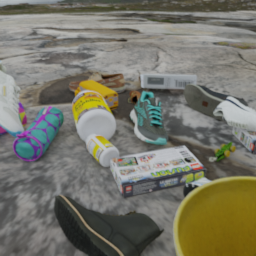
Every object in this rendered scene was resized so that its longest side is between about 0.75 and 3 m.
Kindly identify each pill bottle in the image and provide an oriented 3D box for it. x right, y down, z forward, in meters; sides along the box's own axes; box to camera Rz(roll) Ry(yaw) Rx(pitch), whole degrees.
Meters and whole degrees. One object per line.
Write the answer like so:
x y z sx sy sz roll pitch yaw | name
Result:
-0.799 0.617 8.218 0.628 0.628 1.149 -17 33 -28 | pill bottle
-1.249 -0.482 9.594 1.238 1.238 2.266 -8 30 -14 | pill bottle

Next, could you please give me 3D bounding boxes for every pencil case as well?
-4.727 -0.195 9.214 1.185 1.185 2.681 23 37 36 | pencil case
-2.748 0.106 8.765 0.903 0.981 2.122 -3 29 8 | pencil case

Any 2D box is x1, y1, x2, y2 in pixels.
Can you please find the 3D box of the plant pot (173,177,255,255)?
1.892 2.165 4.119 2.444 1.735 2.444 -4 28 2 | plant pot

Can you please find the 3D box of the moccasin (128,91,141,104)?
0.304 -1.212 11.783 0.497 0.471 1.288 4 34 -24 | moccasin

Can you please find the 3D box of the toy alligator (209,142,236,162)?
2.763 0.788 8.263 1.230 0.295 0.408 -28 24 -34 | toy alligator

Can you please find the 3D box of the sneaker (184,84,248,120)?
3.436 -1.073 11.230 1.334 0.939 2.512 -9 35 -33 | sneaker

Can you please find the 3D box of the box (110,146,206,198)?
0.766 1.114 7.531 2.267 0.394 1.248 -8 29 -15 | box

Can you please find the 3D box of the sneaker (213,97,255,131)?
3.571 -0.272 8.895 0.753 0.715 1.871 -36 38 -6 | sneaker

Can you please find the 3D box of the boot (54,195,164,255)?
-0.437 1.939 5.804 2.065 0.800 1.428 37 39 29 | boot

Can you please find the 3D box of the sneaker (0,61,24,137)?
-3.900 -0.961 8.726 1.134 1.074 2.807 -31 73 -13 | sneaker

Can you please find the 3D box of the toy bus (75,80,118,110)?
-1.370 -1.330 11.506 0.747 0.898 2.294 -20 34 -32 | toy bus

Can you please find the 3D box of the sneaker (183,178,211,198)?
2.325 1.614 6.327 2.018 0.757 0.875 24 31 36 | sneaker

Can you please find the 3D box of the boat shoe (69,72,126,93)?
-1.419 -2.135 12.941 2.615 0.939 0.990 -5 29 -9 | boat shoe

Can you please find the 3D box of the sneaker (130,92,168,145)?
0.722 -0.409 9.363 1.012 1.190 2.609 7 27 -21 | sneaker

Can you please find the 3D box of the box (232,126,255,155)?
4.913 0.224 9.130 2.511 0.436 1.382 -4 29 -7 | box

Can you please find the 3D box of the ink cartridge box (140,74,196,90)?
1.812 -2.281 13.736 2.416 0.848 2.973 1 6 -2 | ink cartridge box
